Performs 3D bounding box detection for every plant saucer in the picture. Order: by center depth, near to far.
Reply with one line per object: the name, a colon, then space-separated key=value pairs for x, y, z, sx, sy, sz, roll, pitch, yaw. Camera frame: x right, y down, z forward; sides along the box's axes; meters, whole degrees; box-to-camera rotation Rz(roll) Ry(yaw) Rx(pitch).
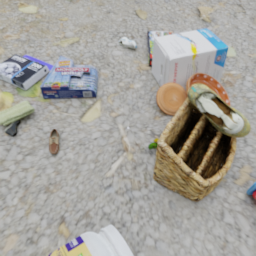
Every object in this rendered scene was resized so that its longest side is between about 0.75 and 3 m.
plant saucer: x=3.204 y=-1.241 z=11.295 sx=2.142 sy=0.346 sz=2.142 roll=13 pitch=60 yaw=-24
plant saucer: x=1.811 y=-1.184 z=11.368 sx=1.367 sy=0.221 sz=1.367 roll=2 pitch=81 yaw=-12

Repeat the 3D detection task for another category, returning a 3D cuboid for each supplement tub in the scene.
supplement tub: x=-1.169 y=3.643 z=6.347 sx=2.688 sy=1.954 sz=1.954 roll=-26 pitch=53 yaw=-21

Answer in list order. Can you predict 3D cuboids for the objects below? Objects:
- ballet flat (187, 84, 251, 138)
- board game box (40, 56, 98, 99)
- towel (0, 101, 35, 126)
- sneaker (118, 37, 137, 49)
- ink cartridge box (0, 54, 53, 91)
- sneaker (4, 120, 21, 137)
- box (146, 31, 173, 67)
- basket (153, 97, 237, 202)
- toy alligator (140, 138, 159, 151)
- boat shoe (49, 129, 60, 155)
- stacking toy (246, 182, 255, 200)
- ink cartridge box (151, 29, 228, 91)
ballet flat: x=2.853 y=-0.392 z=8.580 sx=2.521 sy=0.891 sz=0.891 roll=38 pitch=50 yaw=-12
board game box: x=-2.534 y=-2.328 z=12.570 sx=2.312 sy=0.713 sz=2.311 roll=-2 pitch=49 yaw=-1
towel: x=-4.503 y=-0.597 z=11.128 sx=1.434 sy=0.262 sz=1.064 roll=-28 pitch=36 yaw=-22
sneaker: x=-0.008 y=-4.351 z=14.633 sx=0.463 sy=0.439 sz=1.146 roll=-39 pitch=51 yaw=-21
ink cartridge box: x=-4.882 y=-2.813 z=13.194 sx=2.094 sy=0.459 sz=2.113 roll=23 pitch=51 yaw=21
sneaker: x=-4.333 y=0.031 z=10.788 sx=0.406 sy=0.286 sz=0.764 roll=30 pitch=55 yaw=10
box: x=1.709 y=-4.081 z=14.320 sx=1.446 sy=0.456 sz=2.627 roll=1 pitch=48 yaw=0
basket: x=2.357 y=0.572 z=8.966 sx=2.104 sy=2.196 sz=2.948 roll=26 pitch=52 yaw=22
toy alligator: x=1.030 y=0.619 z=9.983 sx=1.236 sy=0.410 sz=0.297 roll=-22 pitch=30 yaw=-4
boat shoe: x=-2.730 y=0.489 z=10.246 sx=0.415 sy=0.394 sz=1.096 roll=-8 pitch=48 yaw=-7
stacking toy: x=4.496 y=2.512 z=8.086 sx=1.265 sy=1.196 sz=2.180 roll=-13 pitch=59 yaw=-1
ink cartridge box: x=2.568 y=-2.897 z=12.248 sx=2.603 sy=1.917 sz=1.883 roll=-14 pitch=47 yaw=-12
